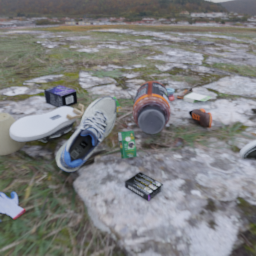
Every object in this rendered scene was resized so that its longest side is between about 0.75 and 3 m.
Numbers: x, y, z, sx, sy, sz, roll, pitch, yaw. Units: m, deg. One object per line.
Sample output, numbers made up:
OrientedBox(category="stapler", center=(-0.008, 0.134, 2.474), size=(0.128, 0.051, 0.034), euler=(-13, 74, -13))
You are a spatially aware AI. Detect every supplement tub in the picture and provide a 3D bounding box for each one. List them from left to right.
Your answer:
OrientedBox(category="supplement tub", center=(0.958, -0.826, 11.436), size=(1.516, 1.516, 2.834), euler=(2, 26, 5))

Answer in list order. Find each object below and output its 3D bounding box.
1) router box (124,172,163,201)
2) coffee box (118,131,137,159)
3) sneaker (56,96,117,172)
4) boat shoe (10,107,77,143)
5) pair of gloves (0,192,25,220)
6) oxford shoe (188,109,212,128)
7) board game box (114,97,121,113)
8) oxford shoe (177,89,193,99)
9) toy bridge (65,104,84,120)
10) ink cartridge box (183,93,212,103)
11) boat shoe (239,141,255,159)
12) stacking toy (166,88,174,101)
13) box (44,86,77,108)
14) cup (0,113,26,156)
OrientedBox(category="router box", center=(0.436, 1.626, 7.878), size=(0.887, 0.226, 0.661), euler=(23, 34, 38))
OrientedBox(category="coffee box", center=(-0.020, 0.516, 8.652), size=(0.512, 0.832, 0.183), euler=(-7, -3, -36))
OrientedBox(category="sneaker", center=(-1.057, 0.157, 8.319), size=(1.036, 2.689, 1.146), euler=(34, -17, -12))
OrientedBox(category="boat shoe", center=(-3.005, 0.060, 10.189), size=(1.051, 0.993, 2.929), euler=(31, 30, 16))
OrientedBox(category="pair of gloves", center=(-3.376, 2.109, 6.963), size=(1.260, 0.179, 1.567), euler=(17, 31, 30))
OrientedBox(category="oxford shoe", center=(2.947, -0.380, 11.468), size=(0.651, 0.639, 1.795), euler=(2, 13, -4))
OrientedBox(category="board game box", center=(-0.789, -0.888, 12.130), size=(0.834, 0.638, 0.168), euler=(-25, 23, 7))
OrientedBox(category="oxford shoe", center=(2.964, -1.807, 14.686), size=(1.095, 0.399, 0.390), euler=(-19, 32, -34))
OrientedBox(category="toy bridge", center=(-1.951, -0.594, 10.810), size=(0.407, 0.165, 1.210), euler=(28, 30, 3))
OrientedBox(category="ink cartridge box", center=(3.507, -1.458, 14.114), size=(1.151, 0.276, 0.838), euler=(22, 33, 37))
OrientedBox(category="boat shoe", center=(4.563, 0.716, 9.229), size=(1.822, 0.625, 0.516), euler=(-14, 39, -13))
OrientedBox(category="stacking toy", center=(1.537, -1.775, 14.319), size=(1.584, 0.669, 1.434), euler=(9, 27, 18))
OrientedBox(category="box", center=(-3.319, -1.528, 13.780), size=(1.334, 0.696, 0.987), euler=(19, 33, 32))
OrientedBox(category="cup", center=(-4.522, 0.120, 9.944), size=(1.569, 1.122, 1.569), euler=(1, 26, 0))
